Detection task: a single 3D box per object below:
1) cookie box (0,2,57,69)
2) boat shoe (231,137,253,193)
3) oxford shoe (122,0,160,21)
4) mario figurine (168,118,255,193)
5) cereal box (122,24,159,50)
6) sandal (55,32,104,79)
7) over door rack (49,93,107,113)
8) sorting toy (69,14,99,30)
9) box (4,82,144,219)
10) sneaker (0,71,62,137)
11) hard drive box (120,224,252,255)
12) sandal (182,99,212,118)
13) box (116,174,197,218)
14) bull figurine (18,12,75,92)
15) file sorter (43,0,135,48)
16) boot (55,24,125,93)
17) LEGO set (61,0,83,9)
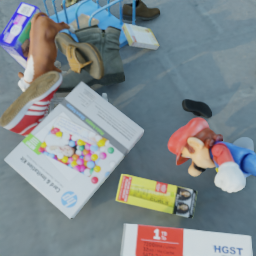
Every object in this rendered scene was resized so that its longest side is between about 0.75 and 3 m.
[{"bbox_3d":[-2.794,-2.523,8.105,0.592,1.577,1.349,24,80,14],"label":"cookie box"},{"bbox_3d":[2.637,0.881,6.665,0.513,0.475,1.389,8,60,32],"label":"boat shoe"},{"bbox_3d":[0.508,-4.150,9.820,1.538,0.649,0.559,-14,44,-27],"label":"oxford shoe"},{"bbox_3d":[1.992,0.824,5.819,2.674,1.650,1.417,22,65,36],"label":"mario figurine"},{"bbox_3d":[0.398,-2.928,9.007,1.100,0.217,0.791,-3,61,-35],"label":"cereal box"},{"bbox_3d":[-1.309,-1.766,6.923,0.587,0.879,2.152,-34,54,-24],"label":"sandal"},{"bbox_3d":[-1.306,0.112,7.198,1.524,0.687,2.063,0,71,1],"label":"over door rack"},{"bbox_3d":[-1.523,-3.466,9.489,0.793,0.156,0.856,27,64,16],"label":"sorting toy"},{"bbox_3d":[-1.165,0.436,6.435,1.961,0.518,2.515,39,74,9],"label":"box"},{"bbox_3d":[-2.168,-0.512,7.098,1.909,1.074,0.680,-41,48,7],"label":"sneaker"},{"bbox_3d":[0.866,3.087,4.478,2.116,1.042,2.714,0,64,14],"label":"hard drive box"},{"bbox_3d":[1.836,-0.527,7.580,1.091,0.261,0.410,16,68,-31],"label":"sandal"},{"bbox_3d":[0.611,1.495,6.194,1.690,0.423,0.636,13,77,3],"label":"box"},{"bbox_3d":[-2.297,-1.972,7.832,0.750,2.302,1.397,29,25,27],"label":"bull figurine"},{"bbox_3d":[-1.295,-3.843,9.104,1.906,1.685,2.747,-38,65,-21],"label":"file sorter"},{"bbox_3d":[-1.284,-1.908,7.712,2.505,1.636,0.848,-16,18,-23],"label":"boot"},{"bbox_3d":[-2.677,-5.745,10.885,2.711,0.768,1.761,35,63,20],"label":"LEGO set"}]
